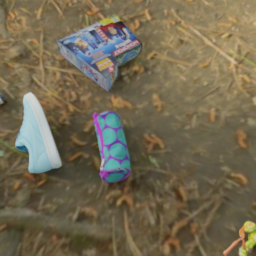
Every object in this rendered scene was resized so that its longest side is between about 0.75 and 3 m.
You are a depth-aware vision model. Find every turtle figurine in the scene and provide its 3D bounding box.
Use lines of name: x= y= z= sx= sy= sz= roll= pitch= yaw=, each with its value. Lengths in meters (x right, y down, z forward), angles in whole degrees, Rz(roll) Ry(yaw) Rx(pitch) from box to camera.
turtle figurine: x=3.191 y=2.848 z=6.642 sx=1.887 sy=0.608 sz=1.522 roll=-31 pitch=73 yaw=-25

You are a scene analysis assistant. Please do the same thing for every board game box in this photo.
board game box: x=-0.793 y=-2.469 z=9.484 sx=2.345 sy=0.723 sz=2.343 roll=-29 pitch=66 yaw=-15

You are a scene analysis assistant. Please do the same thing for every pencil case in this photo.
pencil case: x=-0.485 y=0.497 z=7.789 sx=0.879 sy=0.810 sz=1.903 roll=12 pitch=52 yaw=-37

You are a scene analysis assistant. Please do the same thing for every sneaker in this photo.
sneaker: x=-2.767 y=0.106 z=7.951 sx=1.043 sy=0.941 sz=2.544 roll=-20 pitch=63 yaw=-16

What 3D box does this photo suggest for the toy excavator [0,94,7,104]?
toy excavator: x=-4.250 y=-1.087 z=8.861 sx=0.419 sy=0.816 sz=0.839 roll=-33 pitch=94 yaw=-16
